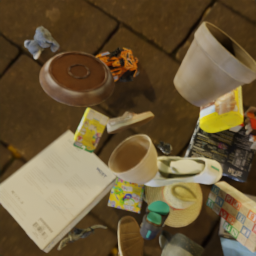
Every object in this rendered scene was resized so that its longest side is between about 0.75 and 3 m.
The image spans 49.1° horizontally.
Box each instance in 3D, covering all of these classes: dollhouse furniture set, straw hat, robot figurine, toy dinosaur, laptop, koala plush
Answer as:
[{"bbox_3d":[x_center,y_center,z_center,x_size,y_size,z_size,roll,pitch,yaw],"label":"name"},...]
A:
[{"bbox_3d":[4.843,-0.139,10.795,1.706,0.889,1.725,14,48,-6],"label":"dollhouse furniture set"},{"bbox_3d":[1.919,2.483,10.400,2.437,1.031,2.437,5,71,-15],"label":"straw hat"},{"bbox_3d":[-0.606,-2.578,11.854,2.204,0.641,1.598,-20,82,-4],"label":"robot figurine"},{"bbox_3d":[-1.426,3.315,8.830,1.692,0.746,0.402,-14,64,-23],"label":"toy dinosaur"},{"bbox_3d":[4.848,3.932,10.168,2.601,1.610,2.778,12,80,2],"label":"laptop"},{"bbox_3d":[-3.786,-3.591,11.922,1.181,1.085,1.047,-38,81,6],"label":"koala plush"}]

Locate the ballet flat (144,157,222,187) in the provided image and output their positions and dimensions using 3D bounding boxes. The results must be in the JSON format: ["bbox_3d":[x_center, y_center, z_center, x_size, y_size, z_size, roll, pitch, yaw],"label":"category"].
[{"bbox_3d":[1.375,1.259,8.692,2.910,1.010,1.010,-8,77,38],"label":"ballet flat"}]

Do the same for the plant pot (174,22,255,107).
[{"bbox_3d":[2.601,-1.793,8.888,2.302,2.302,1.997,45,124,7],"label":"plant pot"}]

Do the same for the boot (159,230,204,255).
[{"bbox_3d":[1.010,3.928,7.797,0.965,2.850,1.862,32,71,9],"label":"boot"}]

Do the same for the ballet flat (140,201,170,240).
[{"bbox_3d":[0.791,2.828,8.559,0.778,2.130,0.778,0,91,15],"label":"ballet flat"}]

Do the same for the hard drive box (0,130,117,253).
[{"bbox_3d":[-2.067,1.804,8.324,2.181,1.075,2.799,43,65,14],"label":"hard drive box"}]

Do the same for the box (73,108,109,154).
[{"bbox_3d":[-1.054,0.091,7.739,0.654,0.270,1.115,27,82,-25],"label":"box"}]

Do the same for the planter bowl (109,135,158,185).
[{"bbox_3d":[0.266,0.980,7.715,1.350,1.350,0.909,-43,120,-7],"label":"planter bowl"}]

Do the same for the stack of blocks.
[{"bbox_3d":[3.259,2.581,8.362,0.547,1.867,1.075,-1,114,-35],"label":"stack of blocks"}]

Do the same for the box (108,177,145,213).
[{"bbox_3d":[-0.046,2.541,10.854,1.225,0.747,1.180,13,80,2],"label":"box"}]

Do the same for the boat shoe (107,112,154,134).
[{"bbox_3d":[0.022,-0.306,9.918,1.781,0.635,0.575,-18,75,16],"label":"boat shoe"}]

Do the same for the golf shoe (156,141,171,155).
[{"bbox_3d":[1.227,0.682,8.909,0.322,0.827,0.391,-41,109,-1],"label":"golf shoe"}]

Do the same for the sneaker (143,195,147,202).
[{"bbox_3d":[0.976,2.872,10.855,0.844,0.591,0.328,33,66,5],"label":"sneaker"}]

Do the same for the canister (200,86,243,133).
[{"bbox_3d":[3.538,-1.065,10.749,0.969,1.662,2.238,32,53,-32],"label":"canister"}]

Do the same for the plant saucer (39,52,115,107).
[{"bbox_3d":[-1.665,-1.783,9.410,2.527,0.405,2.527,7,51,-9],"label":"plant saucer"}]

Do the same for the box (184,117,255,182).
[{"bbox_3d":[3.767,0.814,11.277,2.466,0.537,1.976,21,80,4],"label":"box"}]

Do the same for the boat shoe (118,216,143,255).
[{"bbox_3d":[0.048,3.731,8.184,0.798,0.749,2.166,-1,67,-25],"label":"boat shoe"}]
